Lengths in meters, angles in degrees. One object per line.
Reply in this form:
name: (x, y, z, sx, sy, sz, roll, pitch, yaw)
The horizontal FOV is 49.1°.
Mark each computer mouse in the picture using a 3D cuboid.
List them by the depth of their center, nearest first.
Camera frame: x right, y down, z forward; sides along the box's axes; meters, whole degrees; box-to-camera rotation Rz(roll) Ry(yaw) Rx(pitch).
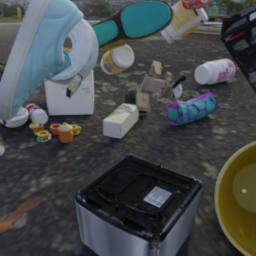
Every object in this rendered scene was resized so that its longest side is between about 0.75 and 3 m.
computer mouse: (1.481, -1.121, 8.283, 0.479, 0.873, 0.192, -38, 64, -16)
computer mouse: (-4.117, -0.458, 9.713, 1.334, 0.534, 2.432, -18, 28, -29)

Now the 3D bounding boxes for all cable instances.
cable: (-1.650, -2.014, 7.107, 1.803, 1.803, 0.624, 34, 3, 10)

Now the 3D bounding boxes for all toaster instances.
toaster: (0.164, 1.496, 4.949, 1.734, 1.138, 1.918, 16, 30, 30)

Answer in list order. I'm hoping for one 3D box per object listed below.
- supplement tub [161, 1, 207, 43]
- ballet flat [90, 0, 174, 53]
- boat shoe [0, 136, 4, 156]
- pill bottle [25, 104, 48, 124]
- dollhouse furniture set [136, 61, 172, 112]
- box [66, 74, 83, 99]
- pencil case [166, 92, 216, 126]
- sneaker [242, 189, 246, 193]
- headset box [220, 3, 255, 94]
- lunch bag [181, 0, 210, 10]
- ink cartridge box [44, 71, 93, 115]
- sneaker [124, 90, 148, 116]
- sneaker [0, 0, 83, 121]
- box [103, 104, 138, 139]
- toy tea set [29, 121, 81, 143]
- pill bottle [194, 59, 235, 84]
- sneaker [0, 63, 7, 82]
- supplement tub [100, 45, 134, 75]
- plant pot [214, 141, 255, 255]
supplement tub: (2.268, -4.605, 11.915, 1.830, 1.331, 1.331, -29, 14, 26)
ballet flat: (-0.077, -2.784, 7.869, 2.910, 1.029, 1.029, -13, 20, 23)
boat shoe: (-2.395, -0.032, 4.692, 0.579, 1.637, 0.521, 23, 63, 8)
pill bottle: (-3.177, -0.461, 9.683, 0.520, 0.520, 0.911, -20, 32, -35)
dollhouse furniture set: (0.667, -0.976, 6.932, 0.618, 1.193, 0.528, 11, 49, -14)
box: (-1.298, -0.982, 6.690, 0.431, 0.136, 0.783, -54, 7, -15)
pencil case: (2.221, -0.668, 9.750, 1.824, 0.843, 0.776, -17, 28, -34)
sneaker: (2.806, 1.222, 6.005, 1.684, 0.730, 0.631, 1, 27, 5)
headset box: (3.759, -1.985, 7.072, 1.815, 2.440, 0.942, -22, 35, 41)
lunch bag: (2.563, -5.258, 10.600, 1.220, 1.385, 0.567, -14, 3, -19)
ink cartridge box: (-2.200, -1.671, 10.856, 1.687, 1.658, 2.292, -3, 26, -6)
sneaker: (0.262, -0.932, 10.402, 0.515, 0.772, 1.347, -14, 31, -23)
sneaker: (-1.594, -1.109, 5.060, 1.050, 2.562, 0.947, 20, 25, -24)
box: (-0.213, -0.255, 9.244, 0.648, 0.539, 1.577, 9, 27, 19)
toy tea set: (-2.312, 0.005, 8.642, 1.600, 0.592, 0.952, 1, 26, 2)
pill bottle: (4.227, -2.720, 13.716, 1.872, 1.061, 1.061, -17, 31, -31)
sneaker: (-5.628, -2.582, 13.041, 1.568, 1.046, 2.737, -4, 19, 45)
supplement tub: (-0.377, -2.154, 8.941, 0.767, 0.767, 1.054, -16, 2, -30)
plant pot: (2.509, 1.186, 5.029, 2.040, 2.040, 1.448, 5, -2, 9)
